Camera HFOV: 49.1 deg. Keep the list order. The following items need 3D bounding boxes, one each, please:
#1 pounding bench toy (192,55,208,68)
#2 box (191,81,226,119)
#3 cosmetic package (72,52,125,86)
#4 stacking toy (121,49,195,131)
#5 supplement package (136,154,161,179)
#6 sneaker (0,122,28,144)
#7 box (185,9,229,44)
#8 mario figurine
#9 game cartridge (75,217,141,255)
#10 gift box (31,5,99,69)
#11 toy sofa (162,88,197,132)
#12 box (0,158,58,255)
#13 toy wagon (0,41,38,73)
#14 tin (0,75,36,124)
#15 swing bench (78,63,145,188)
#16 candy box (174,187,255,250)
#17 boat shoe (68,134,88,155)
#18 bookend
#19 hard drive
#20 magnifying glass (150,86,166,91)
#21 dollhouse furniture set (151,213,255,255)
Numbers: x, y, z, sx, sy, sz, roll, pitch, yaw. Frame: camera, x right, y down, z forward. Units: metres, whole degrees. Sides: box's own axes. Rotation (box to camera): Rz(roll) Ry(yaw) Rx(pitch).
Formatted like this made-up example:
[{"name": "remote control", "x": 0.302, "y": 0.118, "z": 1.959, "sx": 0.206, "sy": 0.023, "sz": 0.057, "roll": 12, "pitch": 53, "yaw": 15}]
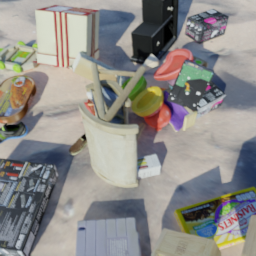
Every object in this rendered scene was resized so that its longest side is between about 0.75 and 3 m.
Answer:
[{"name": "pounding bench toy", "x": 2.738, "y": -2.128, "z": 11.220, "sx": 1.480, "sy": 0.919, "sz": 1.154, "roll": 34, "pitch": 56, "yaw": 27}, {"name": "box", "x": 2.775, "y": -0.999, "z": 10.258, "sx": 1.243, "sy": 0.713, "sz": 0.821, "roll": -28, "pitch": 61, "yaw": -16}, {"name": "cosmetic package", "x": -1.131, "y": -2.117, "z": 10.647, "sx": 1.864, "sy": 0.663, "sz": 0.981, "roll": 22, "pitch": 20, "yaw": -22}, {"name": "stacking toy", "x": 1.150, "y": -1.429, "z": 10.359, "sx": 2.989, "sy": 1.263, "sz": 2.706, "roll": -48, "pitch": 32, "yaw": -9}, {"name": "supplement package", "x": 0.509, "y": 1.197, "z": 8.519, "sx": 0.844, "sy": 0.462, "sz": 0.480, "roll": -12, "pitch": 49, "yaw": -10}, {"name": "sneaker", "x": -4.176, "y": 0.155, "z": 9.341, "sx": 1.545, "sy": 0.640, "sz": 0.548, "roll": -19, "pitch": 49, "yaw": -16}, {"name": "box", "x": 3.833, "y": -4.995, "z": 13.766, "sx": 1.734, "sy": 0.995, "sz": 1.145, "roll": -25, "pitch": 51, "yaw": -22}, {"name": "mario figurine", "x": -0.864, "y": -0.895, "z": 10.016, "sx": 1.700, "sy": 1.049, "sz": 0.901, "roll": -5, "pitch": 11, "yaw": 21}, {"name": "game cartridge", "x": -0.457, "y": 3.381, "z": 6.593, "sx": 1.605, "sy": 0.475, "sz": 2.477, "roll": 0, "pitch": 48, "yaw": -5}, {"name": "gift box", "x": -2.534, "y": -3.562, "z": 11.448, "sx": 2.357, "sy": 2.385, "sz": 2.554, "roll": 11, "pitch": 31, "yaw": 9}, {"name": "toy sofa", "x": 1.639, "y": -0.664, "z": 10.063, "sx": 0.796, "sy": 0.675, "sz": 1.630, "roll": -23, "pitch": 52, "yaw": -21}, {"name": "box", "x": -3.275, "y": 2.068, "z": 7.612, "sx": 1.996, "sy": 0.630, "sz": 2.531, "roll": 6, "pitch": 48, "yaw": 5}, {"name": "toy wagon", "x": -5.081, "y": -3.209, "z": 12.510, "sx": 2.359, "sy": 0.467, "sz": 1.830, "roll": 12, "pitch": 49, "yaw": 12}, {"name": "tin", "x": -4.359, "y": -1.113, "z": 10.626, "sx": 1.347, "sy": 0.504, "sz": 2.405, "roll": 7, "pitch": 48, "yaw": 1}, {"name": "swing bench", "x": -0.411, "y": -0.050, "z": 8.195, "sx": 1.703, "sy": 2.612, "sz": 2.626, "roll": 5, "pitch": 48, "yaw": 5}, {"name": "candy box", "x": 2.615, "y": 2.457, "z": 7.477, "sx": 2.465, "sy": 0.326, "sz": 1.260, "roll": -13, "pitch": 52, "yaw": -11}, {"name": "boat shoe", "x": -1.564, "y": 0.455, "z": 9.229, "sx": 0.388, "sy": 0.388, "sz": 1.050, "roll": 29, "pitch": 54, "yaw": 25}, {"name": "bookend", "x": 1.141, "y": -4.554, "z": 12.203, "sx": 1.215, "sy": 2.637, "sz": 2.621, "roll": 19, "pitch": 50, "yaw": 24}, {"name": "hard drive", "x": 2.041, "y": -1.382, "z": 9.244, "sx": 1.045, "sy": 1.496, "sz": 0.283, "roll": 20, "pitch": 35, "yaw": 0}, {"name": "magnifying glass", "x": 1.660, "y": -1.423, "z": 11.064, "sx": 1.640, "sy": 0.184, "sz": 0.653, "roll": 11, "pitch": 55, "yaw": 13}, {"name": "dollhouse furniture set", "x": 2.286, "y": 3.177, "z": 6.155, "sx": 2.840, "sy": 2.002, "sz": 1.990, "roll": -2, "pitch": 39, "yaw": 40}]
